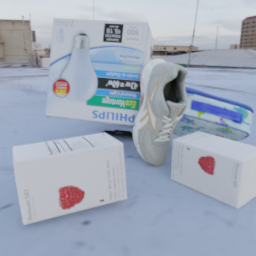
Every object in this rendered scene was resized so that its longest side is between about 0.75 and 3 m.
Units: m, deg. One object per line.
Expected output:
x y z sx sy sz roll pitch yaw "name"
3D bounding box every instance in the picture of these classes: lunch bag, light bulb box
2.152 -0.289 8.108 2.462 1.015 1.979 14 -14 -4 "lunch bag"
-0.787 -1.594 8.566 2.828 2.853 1.780 6 4 10 "light bulb box"

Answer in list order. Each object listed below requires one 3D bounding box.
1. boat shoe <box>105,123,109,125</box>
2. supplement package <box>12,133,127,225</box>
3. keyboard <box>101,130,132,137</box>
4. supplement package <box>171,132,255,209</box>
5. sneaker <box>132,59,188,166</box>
-0.626 -0.580 10.629 0.456 0.446 1.288 30 33 0 "boat shoe"
-1.128 0.870 5.383 1.908 1.157 1.142 -9 14 -21 "supplement package"
-0.262 0.201 9.791 1.279 0.132 0.813 5 12 18 "keyboard"
1.894 0.815 6.071 1.008 1.020 1.682 -13 21 -40 "supplement package"
0.831 -0.272 6.791 1.024 2.706 1.245 -7 16 -27 "sneaker"
